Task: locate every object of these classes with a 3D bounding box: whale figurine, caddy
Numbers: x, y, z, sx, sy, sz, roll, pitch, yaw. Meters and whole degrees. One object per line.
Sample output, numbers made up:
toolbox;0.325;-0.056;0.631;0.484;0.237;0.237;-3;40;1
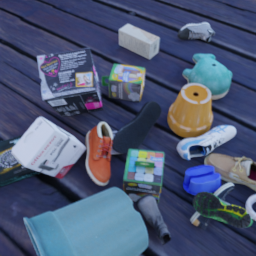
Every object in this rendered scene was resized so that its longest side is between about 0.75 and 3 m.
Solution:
whale figurine;3.662;-2.627;12.780;2.274;1.483;2.859;4;52;3
caddy;2.575;1.870;9.756;1.327;0.697;0.938;-10;29;-9

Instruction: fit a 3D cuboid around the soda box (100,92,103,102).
soda box;-1.924;-1.269;12.337;1.533;0.486;0.543;-18;53;-12

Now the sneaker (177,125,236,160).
sneaker;3.057;0.600;10.594;2.420;0.870;0.877;-20;40;-8

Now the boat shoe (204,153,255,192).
boat shoe;4.118;1.482;9.890;2.763;0.917;1.023;20;54;15

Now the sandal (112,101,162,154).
sandal;0.332;0.032;10.999;2.685;0.643;1.009;-45;104;-25

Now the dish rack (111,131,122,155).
dish rack;-0.610;0.620;10.920;0.932;0.236;1.086;-3;51;-19

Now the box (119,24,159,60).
box;0.537;-4.515;14.619;2.073;0.984;0.806;33;58;22

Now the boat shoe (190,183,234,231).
boat shoe;2.873;2.568;9.187;1.946;0.726;0.606;-39;62;-19

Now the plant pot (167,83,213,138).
plant pot;2.572;-0.791;11.210;1.823;1.669;1.823;0;52;0

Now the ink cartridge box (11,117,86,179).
ink cartridge box;-2.592;0.753;9.457;0.852;2.055;1.509;37;87;29

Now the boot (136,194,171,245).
boot;0.852;2.746;8.354;0.591;1.694;1.115;-32;46;-1

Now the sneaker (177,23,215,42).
sneaker;3.812;-5.065;15.188;2.105;0.790;1.216;-20;56;-17

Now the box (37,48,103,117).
box;-2.058;-1.577;10.494;1.876;2.839;1.629;-10;80;-2

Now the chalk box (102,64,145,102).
chalk box;-0.251;-2.038;12.537;1.844;1.147;1.142;10;52;6

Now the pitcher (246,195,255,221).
pitcher;5.495;2.630;8.609;2.975;1.803;2.552;-26;45;-6

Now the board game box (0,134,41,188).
board game box;-4.669;1.294;10.387;2.712;0.382;1.834;-18;54;-13

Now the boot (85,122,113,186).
boot;-0.945;0.876;9.828;0.824;1.178;2.196;6;58;-34

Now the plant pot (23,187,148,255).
plant pot;-1.063;3.095;7.703;2.651;2.706;2.706;-23;55;-26

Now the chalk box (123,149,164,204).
chalk box;0.522;1.504;9.205;1.225;1.963;1.217;7;52;5

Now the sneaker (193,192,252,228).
sneaker;2.820;2.558;8.530;1.862;0.793;0.727;21;78;40
